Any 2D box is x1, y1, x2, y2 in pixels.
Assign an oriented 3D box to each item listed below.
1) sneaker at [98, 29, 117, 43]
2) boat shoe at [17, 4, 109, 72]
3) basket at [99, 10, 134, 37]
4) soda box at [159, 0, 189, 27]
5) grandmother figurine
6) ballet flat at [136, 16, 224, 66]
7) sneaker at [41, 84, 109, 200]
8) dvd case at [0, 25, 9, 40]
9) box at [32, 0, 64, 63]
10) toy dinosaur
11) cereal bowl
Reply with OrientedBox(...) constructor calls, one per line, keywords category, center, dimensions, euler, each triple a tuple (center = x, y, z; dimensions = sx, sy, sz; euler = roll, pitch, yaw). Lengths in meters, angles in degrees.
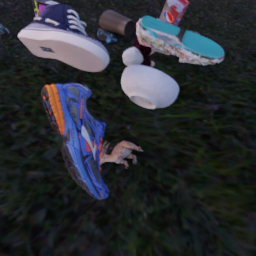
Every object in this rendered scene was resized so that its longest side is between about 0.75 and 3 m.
OrientedBox(category="sneaker", center=(-1.176, -5.011, 15.394), dimensions=(0.588, 0.526, 1.436), euler=(-10, 44, -38))
OrientedBox(category="boat shoe", center=(-1.319, -2.204, 6.425), dimensions=(2.746, 1.025, 1.273), euler=(22, 73, 31))
OrientedBox(category="basket", center=(-0.554, -5.908, 15.933), dimensions=(1.660, 1.129, 1.496), euler=(31, 38, 26))
OrientedBox(category="soda box", center=(1.648, -4.252, 10.748), dimensions=(0.665, 1.900, 0.603), euler=(43, 78, 2))
OrientedBox(category="grandmother figurine", center=(0.562, -2.642, 9.271), dimensions=(0.697, 1.396, 2.301), euler=(-7, 28, 41))
OrientedBox(category="ballet flat", center=(1.428, -2.387, 8.067), dimensions=(2.640, 0.844, 0.998), euler=(28, 60, 9))
OrientedBox(category="sneaker", center=(-0.820, 0.268, 5.538), dimensions=(0.989, 2.522, 0.950), euler=(-22, 14, -21))
OrientedBox(category="dvd case", center=(-4.486, -2.566, 8.006), dimensions=(1.687, 0.254, 2.311), euler=(-36, 7, 0))
OrientedBox(category="box", center=(-2.810, -3.572, 10.262), dimensions=(0.372, 2.060, 1.473), euler=(-33, 46, -30))
OrientedBox(category="toy dinosaur", center=(-0.253, 0.701, 8.530), dimensions=(1.497, 0.643, 1.015), euler=(-24, 39, -33))
OrientedBox(category="cereal bowl", center=(0.479, -0.919, 7.089), dimensions=(1.519, 1.519, 0.633), euler=(18, 76, 20))
